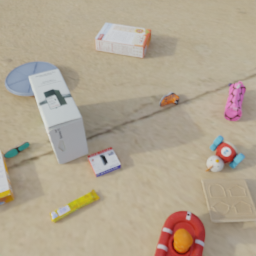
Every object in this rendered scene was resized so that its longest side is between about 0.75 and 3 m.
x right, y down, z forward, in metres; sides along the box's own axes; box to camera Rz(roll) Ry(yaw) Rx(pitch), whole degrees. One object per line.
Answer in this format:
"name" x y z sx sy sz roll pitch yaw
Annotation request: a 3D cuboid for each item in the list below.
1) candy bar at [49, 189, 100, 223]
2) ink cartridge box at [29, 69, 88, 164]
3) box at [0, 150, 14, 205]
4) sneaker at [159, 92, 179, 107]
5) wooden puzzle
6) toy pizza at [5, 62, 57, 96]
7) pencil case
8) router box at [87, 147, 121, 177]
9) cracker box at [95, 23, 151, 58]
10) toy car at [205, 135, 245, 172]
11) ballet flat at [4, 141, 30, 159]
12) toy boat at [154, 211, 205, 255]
"candy bar" -1.727 2.509 9.003 1.669 0.185 0.416 -25 57 -21
"ink cartridge box" -2.552 -0.440 10.344 1.195 2.108 2.876 -19 52 -16
"box" -4.832 1.709 9.554 1.362 0.475 2.289 -19 49 -16
"sneaker" 1.840 -1.174 12.120 0.588 0.407 1.050 33 56 27
"wooden puzzle" 3.239 2.351 9.061 1.486 0.371 1.605 -1 44 -2
"toy pizza" -4.423 -2.249 13.077 2.511 0.398 2.511 -1 48 1
"pencil case" 4.505 -1.138 11.788 0.810 0.836 1.785 21 52 4
"router box" -0.867 1.224 10.110 0.968 0.236 0.869 -20 51 -17
"cracker box" -0.237 -4.706 14.996 2.650 0.764 1.775 13 50 10
"toy car" 3.162 1.119 9.765 1.207 1.068 1.113 -40 70 -16
"ballet flat" -4.181 0.806 10.475 1.015 0.345 0.341 -29 34 -29
"toy boat" 1.475 3.167 7.703 1.261 1.263 1.933 15 50 13
